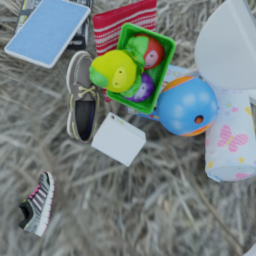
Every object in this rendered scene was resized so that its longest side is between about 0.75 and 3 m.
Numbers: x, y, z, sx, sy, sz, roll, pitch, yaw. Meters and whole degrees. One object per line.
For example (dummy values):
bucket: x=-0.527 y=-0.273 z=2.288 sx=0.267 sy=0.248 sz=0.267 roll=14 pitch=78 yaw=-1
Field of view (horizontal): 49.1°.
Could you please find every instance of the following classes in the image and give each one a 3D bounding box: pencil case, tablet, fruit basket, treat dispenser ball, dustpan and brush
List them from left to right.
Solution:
tablet: x=-2.523 y=-3.136 z=8.954 sx=1.724 sy=0.181 sz=2.650 roll=21 pitch=67 yaw=11
fruit basket: x=0.096 y=-1.292 z=6.381 sx=1.474 sy=2.044 sz=2.044 roll=25 pitch=65 yaw=11
treat dispenser ball: x=1.464 y=-0.537 z=7.047 sx=1.504 sy=1.504 sz=1.504 roll=0 pitch=62 yaw=0
dustpan and brush: x=2.068 y=-1.590 z=6.812 sx=0.831 sy=2.902 sz=2.026 roll=-27 pitch=92 yaw=-38
pencil case: x=2.627 y=-0.102 z=7.521 sx=1.354 sy=1.241 sz=2.986 roll=-11 pitch=59 yaw=25

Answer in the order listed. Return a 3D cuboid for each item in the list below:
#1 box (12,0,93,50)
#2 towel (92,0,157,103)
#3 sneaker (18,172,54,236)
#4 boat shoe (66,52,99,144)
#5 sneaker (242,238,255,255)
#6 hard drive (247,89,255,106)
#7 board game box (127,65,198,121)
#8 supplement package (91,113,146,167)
box: x=-2.535 y=-4.120 z=9.954 sx=2.391 sy=0.728 sz=2.966 roll=2 pitch=62 yaw=-1
towel: x=0.023 y=-1.911 z=7.115 sx=1.759 sy=2.432 sz=0.273 roll=-27 pitch=49 yaw=-21
sneaker: x=-2.237 y=1.755 z=6.745 sx=0.689 sy=0.581 sz=1.574 roll=17 pitch=54 yaw=-25
boat shoe: x=-1.136 y=-0.753 z=7.270 sx=0.844 sy=2.350 sz=0.699 roll=-1 pitch=17 yaw=-30
sneaker: x=3.303 y=2.291 z=6.489 sx=2.440 sy=0.917 sz=1.402 roll=-20 pitch=63 yaw=-16
hard drive: x=4.178 y=-1.362 z=8.735 sx=2.335 sy=0.307 sz=1.540 roll=37 pitch=68 yaw=17
board game box: x=1.067 y=-1.078 z=8.467 sx=1.772 sy=0.506 sz=1.810 roll=16 pitch=63 yaw=8
supplement package: x=-0.207 y=0.260 z=6.364 sx=0.969 sy=0.537 sz=0.755 roll=31 pitch=108 yaw=-11
